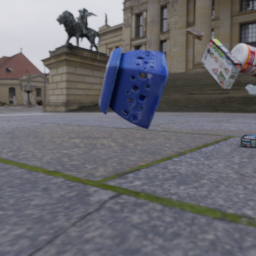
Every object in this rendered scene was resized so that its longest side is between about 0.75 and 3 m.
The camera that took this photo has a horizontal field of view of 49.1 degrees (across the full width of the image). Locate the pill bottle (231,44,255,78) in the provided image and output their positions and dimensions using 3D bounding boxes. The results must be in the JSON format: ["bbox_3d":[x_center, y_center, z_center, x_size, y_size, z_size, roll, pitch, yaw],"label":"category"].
[{"bbox_3d":[5.034,-2.548,11.022,1.910,1.046,1.046,12,2,-15],"label":"pill bottle"}]

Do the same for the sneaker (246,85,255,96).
[{"bbox_3d":[5.517,-1.602,12.275,0.388,0.376,1.063,-40,15,20],"label":"sneaker"}]

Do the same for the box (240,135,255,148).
[{"bbox_3d":[6.478,0.655,13.313,2.002,0.460,1.591,3,7,30],"label":"box"}]

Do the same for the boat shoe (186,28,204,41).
[{"bbox_3d":[2.392,-3.375,10.130,0.317,0.301,0.838,-17,41,-19],"label":"boat shoe"}]

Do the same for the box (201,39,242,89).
[{"bbox_3d":[3.225,-2.279,9.835,0.311,0.986,1.793,-1,43,-17],"label":"box"}]

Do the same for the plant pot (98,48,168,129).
[{"bbox_3d":[0.081,-1.090,6.994,1.381,1.536,1.536,13,33,-5],"label":"plant pot"}]
